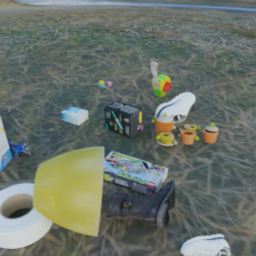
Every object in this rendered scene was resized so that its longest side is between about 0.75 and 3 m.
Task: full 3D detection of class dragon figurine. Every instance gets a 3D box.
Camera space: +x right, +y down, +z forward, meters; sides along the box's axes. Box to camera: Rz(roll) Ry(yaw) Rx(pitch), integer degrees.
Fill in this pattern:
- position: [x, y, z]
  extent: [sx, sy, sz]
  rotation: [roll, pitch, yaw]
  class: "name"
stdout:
- position: [-4.212, 0.905, 10.795]
  extent: [0.696, 0.412, 1.399]
  rotation: [-19, 36, -28]
  class: "dragon figurine"

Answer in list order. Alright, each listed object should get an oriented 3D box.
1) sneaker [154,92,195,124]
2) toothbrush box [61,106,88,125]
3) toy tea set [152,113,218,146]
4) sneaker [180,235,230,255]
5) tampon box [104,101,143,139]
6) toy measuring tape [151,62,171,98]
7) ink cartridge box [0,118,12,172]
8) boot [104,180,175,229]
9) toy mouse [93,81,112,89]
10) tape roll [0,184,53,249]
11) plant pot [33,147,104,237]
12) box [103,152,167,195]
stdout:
- position: [2.438, -0.814, 13.258]
  extent: [2.650, 1.012, 1.067]
  rotation: [-32, 52, -32]
  class: "sneaker"
- position: [-2.521, -0.579, 13.192]
  extent: [1.030, 0.439, 0.754]
  rotation: [17, 36, 24]
  class: "toothbrush box"
- position: [2.309, -0.017, 11.442]
  extent: [2.687, 0.994, 1.598]
  rotation: [-2, 21, -13]
  class: "toy tea set"
- position: [1.981, 3.111, 7.179]
  extent: [1.272, 0.486, 0.512]
  rotation: [-8, 42, -9]
  class: "sneaker"
- position: [-0.187, -0.389, 12.240]
  extent: [1.465, 1.098, 0.925]
  rotation: [21, 37, 30]
  class: "tampon box"
- position: [1.686, -2.597, 14.405]
  extent: [1.010, 2.747, 1.010]
  rotation: [-6, 57, 10]
  class: "toy measuring tape"
- position: [-5.380, 0.541, 9.514]
  extent: [1.700, 2.350, 1.730]
  rotation: [6, 32, 9]
  class: "ink cartridge box"
- position: [0.414, 2.161, 8.501]
  extent: [1.855, 0.738, 2.131]
  rotation: [3, 22, 22]
  class: "boot"
- position: [-1.371, -2.579, 16.659]
  extent: [1.165, 0.226, 1.036]
  rotation: [-13, 34, -21]
  class: "toy mouse"
- position: [-3.116, 2.456, 8.029]
  extent: [1.878, 0.657, 1.878]
  rotation: [0, 32, 0]
  class: "tape roll"
- position: [-1.559, 1.607, 7.471]
  extent: [1.662, 2.341, 2.341]
  rotation: [5, 31, -6]
  class: "plant pot"
- position: [0.116, 1.562, 9.730]
  extent: [2.214, 0.384, 1.218]
  rotation: [14, 34, 22]
  class: "box"
